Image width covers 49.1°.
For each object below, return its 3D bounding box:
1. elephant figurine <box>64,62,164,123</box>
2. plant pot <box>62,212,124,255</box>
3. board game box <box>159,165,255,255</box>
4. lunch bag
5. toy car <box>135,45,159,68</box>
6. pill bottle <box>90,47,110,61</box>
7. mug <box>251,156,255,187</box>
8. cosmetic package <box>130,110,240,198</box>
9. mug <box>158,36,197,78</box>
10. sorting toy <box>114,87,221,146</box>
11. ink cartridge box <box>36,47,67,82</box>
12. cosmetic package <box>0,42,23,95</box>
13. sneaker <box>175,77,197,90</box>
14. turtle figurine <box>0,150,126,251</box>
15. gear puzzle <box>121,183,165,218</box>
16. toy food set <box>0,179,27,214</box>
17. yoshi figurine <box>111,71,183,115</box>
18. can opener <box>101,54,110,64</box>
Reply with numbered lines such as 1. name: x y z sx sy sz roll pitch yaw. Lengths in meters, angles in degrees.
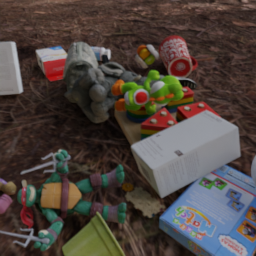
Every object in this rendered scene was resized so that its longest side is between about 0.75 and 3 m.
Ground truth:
1. elephant figurine: -0.432 -1.469 10.333 2.881 2.039 2.235 -29 73 -35
2. plant pot: -0.745 2.427 5.643 0.969 1.054 1.054 -32 45 -16
3. board game box: 2.268 1.977 6.634 1.937 0.469 2.561 28 45 33
4. lunch bag: -1.863 -2.292 11.330 1.503 1.809 2.157 -5 36 -6
5. toy car: 0.823 -3.484 13.307 0.969 1.107 0.830 -39 55 15
6. pill bottle: -1.550 -3.795 14.379 1.187 0.645 0.645 7 37 9
7. mug: 4.297 1.260 6.194 2.958 2.184 2.594 16 47 19
8. cosmetic package: 1.533 0.613 7.476 2.495 1.012 1.408 -27 30 -12
9. mug: 2.465 -3.292 13.141 1.830 1.375 2.061 -3 40 0
10. sorting toy: 1.299 -0.350 9.356 2.875 1.007 2.893 -12 38 -16
11. ink cartridge box: -3.462 -3.071 13.300 1.281 0.741 2.205 -17 40 -22
12. cosmetic package: -5.756 -2.285 11.096 2.678 2.019 0.692 -5 14 -7
13. sneaker: 2.378 -1.986 12.083 1.264 0.467 0.501 20 36 25
14. turtle figurine: -1.454 1.525 6.315 2.719 2.036 1.369 2 -8 -15
15. gear puzzle: 0.269 1.812 7.097 0.650 0.164 1.255 -20 42 -40
16. toy food set: -3.540 1.784 7.050 1.892 0.298 1.202 -13 38 -17
17. yoshi figurine: 0.681 -1.100 8.688 2.207 1.240 1.236 -2 66 27
18. can opener: -0.790 -2.300 11.620 0.608 1.547 0.490 -34 25 -29
